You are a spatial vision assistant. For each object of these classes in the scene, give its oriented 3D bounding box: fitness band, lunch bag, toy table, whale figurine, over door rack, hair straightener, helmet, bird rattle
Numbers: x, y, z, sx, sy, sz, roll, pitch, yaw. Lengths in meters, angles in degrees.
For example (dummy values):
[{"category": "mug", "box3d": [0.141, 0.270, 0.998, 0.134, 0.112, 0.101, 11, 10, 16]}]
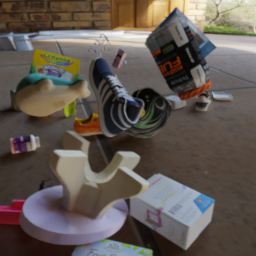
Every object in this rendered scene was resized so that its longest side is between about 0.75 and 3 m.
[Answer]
[{"category": "fitness band", "box3d": [-2.547, 2.002, 6.712, 1.864, 0.349, 1.339, 2, -7, 3]}, {"category": "lunch bag", "box3d": [-5.496, -1.417, 14.084, 0.656, 0.916, 1.116, -12, 27, -36]}, {"category": "toy table", "box3d": [-0.860, 1.313, 6.334, 2.581, 1.644, 2.808, 26, 12, 24]}, {"category": "whale figurine", "box3d": [-2.366, -1.200, 8.774, 2.240, 1.782, 1.162, -15, 68, -3]}, {"category": "over door rack", "box3d": [-0.960, -3.104, 12.395, 0.566, 1.700, 1.256, -15, 36, 42]}, {"category": "hair straightener", "box3d": [-2.099, 1.852, 7.114, 0.533, 0.284, 1.386, -12, 46, 20]}, {"category": "helmet", "box3d": [0.549, -0.537, 11.040, 1.999, 1.906, 1.999, 34, -1, 1]}, {"category": "bird rattle", "box3d": [-3.716, -1.248, 13.551, 2.336, 1.316, 1.905, 21, 48, 43]}]

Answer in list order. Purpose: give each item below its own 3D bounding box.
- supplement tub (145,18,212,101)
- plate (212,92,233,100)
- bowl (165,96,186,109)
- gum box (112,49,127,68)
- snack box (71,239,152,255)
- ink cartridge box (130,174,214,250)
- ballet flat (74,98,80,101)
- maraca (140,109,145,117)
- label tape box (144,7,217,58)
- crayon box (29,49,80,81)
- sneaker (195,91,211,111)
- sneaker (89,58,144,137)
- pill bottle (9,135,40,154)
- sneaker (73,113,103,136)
[{"category": "supplement tub", "box3d": [1.826, -2.354, 9.852, 1.567, 2.558, 1.567, -29, 10, 5]}, {"category": "plate", "box3d": [5.279, -1.771, 15.732, 1.023, 0.165, 1.021, 4, 25, 9]}, {"category": "bowl", "box3d": [2.382, -1.373, 14.632, 1.055, 0.394, 1.053, -21, 32, -35]}, {"category": "gum box", "box3d": [-0.371, -2.858, 11.633, 0.264, 0.799, 0.453, 29, 18, 5]}, {"category": "snack box", "box3d": [-0.403, 2.833, 5.603, 1.575, 0.417, 1.120, 7, 26, 14]}, {"category": "ink cartridge box", "box3d": [1.055, 1.994, 7.022, 1.724, 0.730, 1.246, 23, 33, 37]}, {"category": "ballet flat", "box3d": [-3.733, -1.922, 15.309, 2.486, 0.894, 0.894, 3, 25, 5]}, {"category": "maraca", "box3d": [0.257, -0.567, 9.726, 0.534, 0.417, 0.780, 15, -2, -36]}, {"category": "label tape box", "box3d": [2.213, -3.388, 11.610, 2.495, 1.799, 0.790, 36, 37, -19]}, {"category": "crayon box", "box3d": [-2.716, -2.016, 10.333, 1.701, 0.496, 1.468, 11, 62, -19]}, {"category": "sneaker", "box3d": [3.910, -1.575, 14.593, 0.799, 0.809, 2.037, 4, 24, 13]}, {"category": "sneaker", "box3d": [-0.311, -0.959, 7.389, 0.778, 2.221, 1.205, -4, -11, -44]}, {"category": "pill bottle", "box3d": [-3.771, 0.585, 10.235, 1.001, 0.563, 0.563, -9, 27, -18]}, {"category": "sneaker", "box3d": [-1.140, -0.202, 11.601, 2.216, 0.855, 0.809, -9, 25, -21]}]
